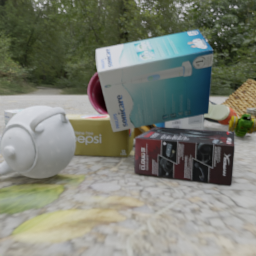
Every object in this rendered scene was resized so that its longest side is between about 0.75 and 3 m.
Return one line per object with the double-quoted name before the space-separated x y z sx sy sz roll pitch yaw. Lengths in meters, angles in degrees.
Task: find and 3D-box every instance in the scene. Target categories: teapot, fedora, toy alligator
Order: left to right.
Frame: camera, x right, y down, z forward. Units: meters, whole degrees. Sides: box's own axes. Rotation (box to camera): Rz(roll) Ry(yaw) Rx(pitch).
"teapot" -1.728 0.289 5.022 1.451 1.470 1.074 8 12 24
"fedora" 0.410 0.071 8.177 1.392 0.568 1.392 38 16 -13
"toy alligator" 3.712 -0.075 9.011 0.790 0.573 2.383 8 -9 16

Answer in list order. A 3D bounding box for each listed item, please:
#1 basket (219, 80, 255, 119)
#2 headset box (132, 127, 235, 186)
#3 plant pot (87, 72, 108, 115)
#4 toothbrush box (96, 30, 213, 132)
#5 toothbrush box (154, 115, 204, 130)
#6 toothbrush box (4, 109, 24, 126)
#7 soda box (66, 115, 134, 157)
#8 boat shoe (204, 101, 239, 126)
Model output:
"basket" 5.205 -0.609 11.328 1.814 1.738 2.435 -42 20 6
"headset box" 1.121 0.483 5.819 2.019 0.780 1.502 5 10 21
"plant pot" -0.658 -1.661 14.945 2.629 2.629 2.353 1 -7 4
"toothbrush box" 0.564 -0.979 6.117 2.255 1.651 0.962 -12 43 0
"toothbrush box" 1.136 -0.365 10.160 1.899 1.107 2.594 -6 11 -36
"toothbrush box" -4.277 -0.433 11.973 1.643 0.701 1.203 -7 11 -40
"soda box" -1.372 0.153 7.392 2.970 0.951 1.006 2 9 9
"boat shoe" 3.369 -0.610 11.087 0.754 0.858 2.410 24 3 -23
